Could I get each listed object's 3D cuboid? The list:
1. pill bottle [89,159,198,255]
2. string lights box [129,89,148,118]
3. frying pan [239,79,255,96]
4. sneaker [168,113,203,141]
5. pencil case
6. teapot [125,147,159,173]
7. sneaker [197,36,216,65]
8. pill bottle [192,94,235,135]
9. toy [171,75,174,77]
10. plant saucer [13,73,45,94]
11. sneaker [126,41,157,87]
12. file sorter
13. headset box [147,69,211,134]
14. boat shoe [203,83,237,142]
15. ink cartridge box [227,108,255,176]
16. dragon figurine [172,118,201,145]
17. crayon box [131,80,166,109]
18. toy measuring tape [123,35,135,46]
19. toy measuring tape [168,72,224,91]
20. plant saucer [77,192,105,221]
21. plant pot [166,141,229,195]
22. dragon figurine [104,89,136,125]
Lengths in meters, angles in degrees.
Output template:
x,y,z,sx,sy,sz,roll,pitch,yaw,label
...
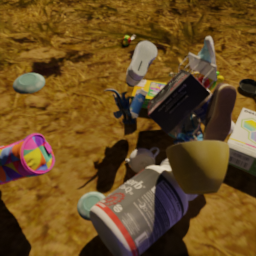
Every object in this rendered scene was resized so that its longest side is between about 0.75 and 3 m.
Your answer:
x,y,z,sx,sy,sz,roll,pitch,yaw,label
0.568,2.148,7.896,2.995,1.735,1.735,-32,55,-27,pill bottle
0.344,-0.947,10.964,0.325,0.567,1.103,24,88,-15,string lights box
5.576,-1.653,12.312,0.948,0.255,1.568,-27,55,-21,frying pan
2.112,0.321,10.154,1.248,1.080,2.880,-13,42,12,sneaker
-3.337,0.969,8.002,2.770,1.224,1.224,-14,39,34,pencil case
0.476,1.031,9.542,0.943,0.931,0.689,15,27,-10,teapot
2.928,-2.755,10.630,0.691,1.686,0.623,-8,61,18,sneaker
2.938,-0.470,9.791,1.666,0.925,0.925,44,53,-12,pill bottle
2.631,-1.707,11.356,1.858,0.439,1.070,34,12,-17,toy
-4.526,-2.109,12.707,1.439,0.277,1.439,0,48,-1,plant saucer
0.375,-2.230,9.618,0.782,0.758,2.143,35,48,-8,sneaker
2.623,-2.100,10.666,0.768,0.856,1.234,-46,58,-10,file sorter
1.600,-0.951,9.453,0.960,1.849,2.485,43,14,-7,headset box
2.780,-0.368,8.717,0.755,2.098,0.680,4,22,-6,boat shoe
4.640,0.238,10.183,1.541,0.880,2.968,24,52,20,ink cartridge box
1.801,0.208,8.736,0.776,1.561,0.459,27,62,22,dragon figurine
1.200,-1.354,11.801,1.990,0.580,1.182,11,49,8,crayon box
0.057,-4.832,15.055,0.441,0.441,1.199,24,52,20,toy measuring tape
2.864,-1.962,11.981,2.419,0.890,0.890,7,45,34,toy measuring tape
-1.112,2.389,8.724,0.973,0.187,0.973,0,47,0,plant saucer
1.793,1.076,7.091,1.593,1.593,1.131,-1,72,-1,plant pot
-0.192,-0.677,9.620,0.589,2.002,0.995,-9,75,15,dragon figurine
